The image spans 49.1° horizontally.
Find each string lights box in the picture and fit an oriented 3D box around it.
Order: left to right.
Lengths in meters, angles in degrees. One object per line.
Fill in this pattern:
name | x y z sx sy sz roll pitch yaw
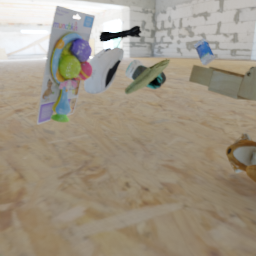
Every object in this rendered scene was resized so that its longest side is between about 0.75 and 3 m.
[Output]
string lights box | 3.193 -3.181 11.716 0.293 0.994 0.511 3 -28 -43

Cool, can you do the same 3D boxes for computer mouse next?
computer mouse | -0.646 -2.247 8.819 1.494 0.598 2.725 6 59 26

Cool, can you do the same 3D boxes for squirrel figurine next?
squirrel figurine | 4.088 0.991 7.655 2.637 1.866 2.461 5 3 -32

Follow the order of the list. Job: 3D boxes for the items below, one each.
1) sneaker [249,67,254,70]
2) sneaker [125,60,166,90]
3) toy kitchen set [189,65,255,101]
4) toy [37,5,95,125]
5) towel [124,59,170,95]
sneaker | 3.780 -1.564 7.640 0.821 0.470 0.314 30 -2 29
sneaker | 1.022 -2.036 11.996 1.225 1.042 2.686 41 24 27
toy kitchen set | 3.412 -1.843 7.432 1.985 2.195 2.433 -1 21 -44
toy | -1.314 -1.360 6.780 0.637 2.699 1.554 26 22 16
towel | 0.579 -1.535 8.519 1.087 0.267 1.465 -34 -1 -46
